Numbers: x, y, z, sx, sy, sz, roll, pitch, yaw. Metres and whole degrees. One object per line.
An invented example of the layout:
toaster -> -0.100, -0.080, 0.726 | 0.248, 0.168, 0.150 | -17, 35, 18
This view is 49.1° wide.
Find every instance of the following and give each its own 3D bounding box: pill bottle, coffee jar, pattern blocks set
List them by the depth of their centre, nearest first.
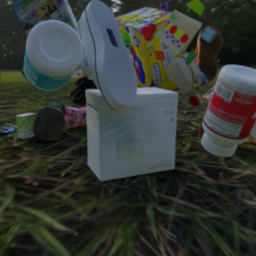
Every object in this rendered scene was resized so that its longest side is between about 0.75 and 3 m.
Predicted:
pill bottle -> 1.594, -0.228, 4.329 | 0.740, 1.318, 0.740 | 7, 33, -5
pill bottle -> -1.715, -1.445, 6.171 | 1.085, 1.085, 1.958 | -6, -5, -23
pattern blocks set -> 1.179, -2.314, 6.732 | 0.149, 1.612, 1.834 | 13, 40, -50
coffee jar -> -3.050, -0.315, 10.999 | 1.027, 1.256, 2.408 | 19, 8, -15

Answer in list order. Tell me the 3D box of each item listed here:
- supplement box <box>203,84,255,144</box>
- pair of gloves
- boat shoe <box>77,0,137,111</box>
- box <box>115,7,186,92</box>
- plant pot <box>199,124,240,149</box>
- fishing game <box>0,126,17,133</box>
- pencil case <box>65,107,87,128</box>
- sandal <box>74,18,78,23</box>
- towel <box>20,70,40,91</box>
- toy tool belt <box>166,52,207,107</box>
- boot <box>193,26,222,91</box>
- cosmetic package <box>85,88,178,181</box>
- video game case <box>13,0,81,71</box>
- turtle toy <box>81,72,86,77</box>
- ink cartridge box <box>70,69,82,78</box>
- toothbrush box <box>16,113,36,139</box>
supplement box -> 3.843, -0.524, 9.585 | 2.435, 0.895, 1.535 | 43, 9, 0
pair of gloves -> -1.706, -1.858, 9.797 | 1.855, 2.082, 0.257 | -32, 3, 37
boat shoe -> -0.640, -1.576, 6.556 | 1.017, 2.868, 1.001 | 1, -25, -45
box -> 0.782, -2.710, 10.011 | 1.525, 2.500, 2.408 | -25, 34, -14
plant pot -> 3.218, 0.202, 9.534 | 1.125, 1.125, 1.094 | -5, 22, -22
fishing game -> -5.480, 0.059, 11.716 | 1.836, 0.285, 1.315 | -11, 14, -38
pencil case -> -1.781, -0.589, 13.020 | 2.296, 0.951, 0.993 | -7, 18, -32
sandal -> -2.045, -3.899, 11.559 | 0.588, 0.536, 1.349 | 7, -29, -1
towel -> -3.520, -1.931, 10.906 | 1.435, 1.052, 0.156 | -4, 42, 41
toy tool belt -> 2.038, -1.579, 8.889 | 1.005, 1.636, 1.021 | -34, 3, -32
boot -> 2.739, -2.576, 10.427 | 0.918, 2.446, 1.311 | 19, -19, -7
cosmetic package -> 0.068, 0.078, 7.433 | 2.117, 2.123, 1.305 | -6, 16, -22
video game case -> -2.048, -2.539, 7.639 | 1.569, 2.193, 0.195 | -14, 18, 26
turtle toy -> -1.428, -3.021, 11.351 | 1.506, 2.067, 1.045 | -14, 37, 17
ink cartridge box -> -2.014, -3.092, 12.776 | 1.877, 1.371, 0.792 | -9, 42, -27
toothbrush box -> -3.947, -0.085, 10.923 | 0.382, 0.887, 0.646 | 9, 15, 33
